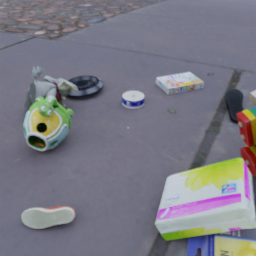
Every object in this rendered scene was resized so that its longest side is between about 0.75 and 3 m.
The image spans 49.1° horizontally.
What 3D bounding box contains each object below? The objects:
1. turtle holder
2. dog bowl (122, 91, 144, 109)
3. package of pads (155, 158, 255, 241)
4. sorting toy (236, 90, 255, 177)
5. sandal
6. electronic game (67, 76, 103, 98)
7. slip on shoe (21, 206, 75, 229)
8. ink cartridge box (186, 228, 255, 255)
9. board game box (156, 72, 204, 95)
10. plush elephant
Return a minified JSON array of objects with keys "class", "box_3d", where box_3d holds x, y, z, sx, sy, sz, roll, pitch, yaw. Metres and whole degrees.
[{"class":"turtle holder","box_3d":[-2.726,-0.121,9.608,2.097,1.594,1.489,-27,33,39]},{"class":"dog bowl","box_3d":[0.231,-1.270,12.613,1.011,0.398,1.011,0,35,0]},{"class":"package of pads","box_3d":[1.896,1.742,6.995,2.300,0.784,1.777,-22,23,31]},{"class":"sorting toy","box_3d":[4.000,0.835,7.723,0.970,2.770,2.787,-23,35,4]},{"class":"sandal","box_3d":[4.570,-0.904,12.095,0.802,0.510,2.133,7,48,9]},{"class":"electronic game","box_3d":[-2.230,-2.019,13.665,2.056,0.428,2.056,-4,35,3]},{"class":"slip on shoe","box_3d":[-2.080,2.318,7.361,1.459,0.540,0.446,-8,-4,5]},{"class":"ink cartridge box","box_3d":[2.360,2.779,6.088,2.147,0.505,2.122,3,23,16]},{"class":"board game box","box_3d":[2.581,-2.263,14.100,1.990,0.341,1.338,-13,36,-18]},{"class":"plush elephant","box_3d":[-3.191,-1.428,11.759,1.749,2.259,1.860,-3,22,-38]}]
